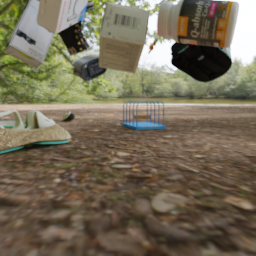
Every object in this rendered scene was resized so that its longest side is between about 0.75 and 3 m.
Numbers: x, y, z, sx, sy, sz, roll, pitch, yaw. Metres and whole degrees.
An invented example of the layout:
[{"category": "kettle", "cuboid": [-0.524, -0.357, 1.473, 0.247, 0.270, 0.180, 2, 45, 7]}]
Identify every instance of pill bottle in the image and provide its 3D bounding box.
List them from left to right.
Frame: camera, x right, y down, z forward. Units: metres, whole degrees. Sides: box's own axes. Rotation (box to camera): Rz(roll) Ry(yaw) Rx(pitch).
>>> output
[{"category": "pill bottle", "cuboid": [1.750, -2.684, 7.132, 1.900, 1.106, 1.106, 12, 10, 19]}]

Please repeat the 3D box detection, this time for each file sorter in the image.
[{"category": "file sorter", "cuboid": [0.578, -0.540, 11.184, 1.205, 1.066, 1.737, -1, 6, -19]}]

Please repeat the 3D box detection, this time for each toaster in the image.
[{"category": "toaster", "cuboid": [-1.795, -2.903, 13.250, 1.650, 0.937, 1.066, -33, 41, -28]}]

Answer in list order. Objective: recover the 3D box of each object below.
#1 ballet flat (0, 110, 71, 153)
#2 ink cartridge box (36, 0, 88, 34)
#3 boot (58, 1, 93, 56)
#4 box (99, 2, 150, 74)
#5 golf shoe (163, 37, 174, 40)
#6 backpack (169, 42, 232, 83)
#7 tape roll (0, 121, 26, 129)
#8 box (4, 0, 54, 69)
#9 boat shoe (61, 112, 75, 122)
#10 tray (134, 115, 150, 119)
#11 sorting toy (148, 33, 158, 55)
[{"category": "ballet flat", "cuboid": [-2.429, 0.034, 6.580, 0.988, 0.914, 2.801, 2, 6, 31]}, {"category": "ink cartridge box", "cuboid": [-1.712, -3.316, 7.553, 0.614, 1.064, 1.457, 32, 45, 3]}, {"category": "boot", "cuboid": [-1.619, -3.194, 9.086, 1.809, 1.362, 0.662, -11, 25, 33]}, {"category": "box", "cuboid": [-0.161, -2.360, 7.640, 1.151, 0.981, 1.801, 10, -13, -4]}, {"category": "golf shoe", "cuboid": [2.000, -4.494, 13.761, 1.076, 0.492, 0.405, 21, 34, -23]}, {"category": "backpack", "cuboid": [2.954, -2.918, 11.042, 2.214, 1.697, 1.946, 32, -43, -24]}, {"category": "tape roll", "cuboid": [-3.419, 0.091, 8.104, 1.997, 0.480, 1.997, 0, 7, 0]}, {"category": "box", "cuboid": [-3.258, -3.266, 9.705, 1.218, 2.087, 0.628, 29, -25, -32]}, {"category": "boat shoe", "cuboid": [-3.019, -0.505, 14.039, 0.402, 0.469, 1.283, 36, -20, -21]}, {"category": "tray", "cuboid": [0.782, -0.611, 15.852, 1.015, 0.188, 0.501, -1, 7, 3]}, {"category": "sorting toy", "cuboid": [1.059, -3.418, 11.456, 0.183, 0.755, 1.342, 24, 39, 5]}]
